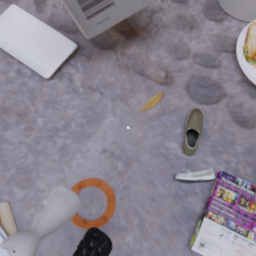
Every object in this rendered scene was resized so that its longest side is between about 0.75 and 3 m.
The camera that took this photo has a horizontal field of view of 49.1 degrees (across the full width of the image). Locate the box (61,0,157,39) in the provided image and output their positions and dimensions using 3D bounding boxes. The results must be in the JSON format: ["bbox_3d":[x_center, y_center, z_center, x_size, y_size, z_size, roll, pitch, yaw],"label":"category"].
[{"bbox_3d":[-0.611,-4.043,6.677,2.715,2.701,1.774,-29,75,4],"label":"box"}]

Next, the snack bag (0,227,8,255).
[{"bbox_3d":[-4.139,3.810,7.002,2.942,0.315,2.774,-41,80,-5],"label":"snack bag"}]

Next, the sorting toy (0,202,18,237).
[{"bbox_3d":[-3.775,2.922,7.425,1.561,0.285,1.445,-22,73,-7],"label":"sorting toy"}]

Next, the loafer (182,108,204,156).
[{"bbox_3d":[1.964,0.068,8.250,0.574,0.532,1.527,11,72,4],"label":"loafer"}]

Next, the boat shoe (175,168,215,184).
[{"bbox_3d":[1.881,1.342,7.904,1.150,0.424,0.369,-2,65,-5],"label":"boat shoe"}]

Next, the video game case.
[{"bbox_3d":[3.203,2.709,7.400,2.534,0.454,2.297,25,73,8],"label":"video game case"}]

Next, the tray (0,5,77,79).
[{"bbox_3d":[-3.259,-2.864,9.349,2.904,0.322,1.559,34,74,11],"label":"tray"}]

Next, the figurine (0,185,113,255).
[{"bbox_3d":[-1.172,2.046,4.710,0.720,1.633,1.673,-32,96,27],"label":"figurine"}]

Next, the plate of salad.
[{"bbox_3d":[4.944,-2.411,8.934,2.898,0.696,2.898,1,74,-3],"label":"plate of salad"}]

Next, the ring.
[{"bbox_3d":[-1.041,2.093,7.787,1.403,0.135,1.403,0,71,0],"label":"ring"}]

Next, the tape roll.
[{"bbox_3d":[4.342,-4.991,9.385,2.324,1.596,2.324,0,71,0],"label":"tape roll"}]
